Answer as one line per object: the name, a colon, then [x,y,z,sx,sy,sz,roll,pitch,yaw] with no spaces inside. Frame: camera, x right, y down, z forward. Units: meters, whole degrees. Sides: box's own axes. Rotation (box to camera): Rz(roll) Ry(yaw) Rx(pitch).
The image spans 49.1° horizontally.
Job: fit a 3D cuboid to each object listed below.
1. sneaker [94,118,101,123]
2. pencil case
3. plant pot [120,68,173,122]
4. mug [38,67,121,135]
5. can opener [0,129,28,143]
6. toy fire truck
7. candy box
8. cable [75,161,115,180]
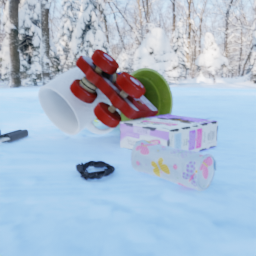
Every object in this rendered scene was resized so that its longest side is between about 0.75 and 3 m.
sneaker: [-1.677,-0.723,13.829,1.092,1.078,2.858,-6,0,7]
pencil case: [0.953,0.787,6.234,1.904,0.792,0.864,11,17,43]
plant pot: [0.191,-1.076,12.474,2.644,2.644,2.510,-8,1,-34]
mug: [-1.563,-1.028,11.057,2.567,2.928,2.162,-44,1,-34]
can opener: [-4.174,0.246,9.686,0.494,0.624,1.878,2,7,17]
toy fire truck: [-0.412,-1.343,9.688,2.902,1.627,2.437,45,20,15]
candy box: [1.302,0.202,8.964,2.471,0.884,2.072,-10,15,-41]
cable: [-0.739,1.015,6.629,0.857,0.267,1.050,0,8,-29]
